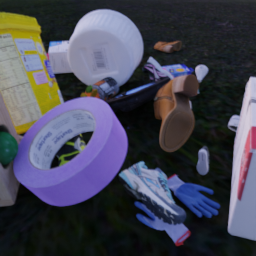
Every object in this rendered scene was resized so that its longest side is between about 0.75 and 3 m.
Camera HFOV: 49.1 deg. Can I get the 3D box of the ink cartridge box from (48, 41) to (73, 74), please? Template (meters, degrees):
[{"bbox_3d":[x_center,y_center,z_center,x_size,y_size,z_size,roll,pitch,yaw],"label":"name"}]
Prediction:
[{"bbox_3d":[-2.370,-3.368,13.112,2.460,1.036,1.779,-6,32,-10],"label":"ink cartridge box"}]

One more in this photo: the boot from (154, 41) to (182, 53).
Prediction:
[{"bbox_3d":[2.236,-4.595,15.608,1.095,0.522,1.416,23,37,36],"label":"boot"}]

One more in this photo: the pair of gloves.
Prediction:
[{"bbox_3d":[1.026,1.616,5.825,1.669,0.190,1.342,-26,42,-29],"label":"pair of gloves"}]

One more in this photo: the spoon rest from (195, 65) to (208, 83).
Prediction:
[{"bbox_3d":[2.686,-1.995,10.398,0.456,0.278,0.917,13,53,16],"label":"spoon rest"}]

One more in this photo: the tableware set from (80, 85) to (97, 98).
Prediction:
[{"bbox_3d":[-1.227,-0.895,8.862,0.181,1.182,0.796,33,85,15],"label":"tableware set"}]

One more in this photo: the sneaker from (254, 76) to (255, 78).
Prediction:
[{"bbox_3d":[4.809,-1.440,9.982,1.642,0.727,0.608,-53,14,-20],"label":"sneaker"}]

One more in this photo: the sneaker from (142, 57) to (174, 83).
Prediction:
[{"bbox_3d":[1.198,-1.943,10.868,0.723,0.672,1.674,-44,65,3],"label":"sneaker"}]

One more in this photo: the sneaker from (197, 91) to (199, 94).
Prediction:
[{"bbox_3d":[2.566,-1.570,10.878,0.331,0.340,0.853,1,32,2],"label":"sneaker"}]

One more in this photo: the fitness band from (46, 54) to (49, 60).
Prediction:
[{"bbox_3d":[-4.077,-3.678,14.469,0.932,0.174,0.669,-22,35,-32],"label":"fitness band"}]

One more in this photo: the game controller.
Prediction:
[{"bbox_3d":[0.258,-1.125,9.310,1.547,0.624,2.965,-1,18,35],"label":"game controller"}]

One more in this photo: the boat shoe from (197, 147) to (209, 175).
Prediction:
[{"bbox_3d":[1.814,0.786,6.638,0.279,0.773,0.274,21,44,31],"label":"boat shoe"}]

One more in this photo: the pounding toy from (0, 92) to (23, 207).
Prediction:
[{"bbox_3d":[-3.272,0.384,5.959,2.798,2.576,1.989,-6,40,-3],"label":"pounding toy"}]

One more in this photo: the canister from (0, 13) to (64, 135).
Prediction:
[{"bbox_3d":[-2.966,-1.474,7.866,1.269,2.933,2.178,-14,12,17],"label":"canister"}]

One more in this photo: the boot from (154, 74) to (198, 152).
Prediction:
[{"bbox_3d":[1.158,-0.362,8.055,0.830,2.252,1.742,26,-13,-17],"label":"boot"}]

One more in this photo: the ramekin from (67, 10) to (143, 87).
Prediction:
[{"bbox_3d":[-0.920,-2.838,10.690,2.840,2.840,1.384,5,40,8],"label":"ramekin"}]

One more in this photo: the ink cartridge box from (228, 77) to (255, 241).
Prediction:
[{"bbox_3d":[2.885,0.514,5.725,1.196,2.119,2.887,9,36,18],"label":"ink cartridge box"}]

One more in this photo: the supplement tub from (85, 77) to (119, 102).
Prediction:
[{"bbox_3d":[-0.954,-1.307,10.065,0.749,0.749,1.222,19,37,27],"label":"supplement tub"}]

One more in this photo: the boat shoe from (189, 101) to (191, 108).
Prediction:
[{"bbox_3d":[1.888,-0.838,9.560,0.378,0.444,1.327,1,35,2],"label":"boat shoe"}]

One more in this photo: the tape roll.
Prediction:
[{"bbox_3d":[-1.205,0.417,5.873,2.300,0.754,2.300,-17,43,17],"label":"tape roll"}]

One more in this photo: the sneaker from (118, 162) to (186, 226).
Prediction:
[{"bbox_3d":[0.549,1.199,5.648,0.769,0.692,1.782,-39,41,-18],"label":"sneaker"}]

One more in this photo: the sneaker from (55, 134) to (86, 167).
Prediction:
[{"bbox_3d":[-1.302,0.711,6.804,0.788,0.798,2.089,-32,35,5],"label":"sneaker"}]

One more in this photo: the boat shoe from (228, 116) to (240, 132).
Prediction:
[{"bbox_3d":[3.529,0.138,7.991,1.387,0.510,0.463,24,55,28],"label":"boat shoe"}]

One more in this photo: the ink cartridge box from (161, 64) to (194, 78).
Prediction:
[{"bbox_3d":[2.032,-2.246,11.743,1.362,0.520,0.929,-8,33,-9],"label":"ink cartridge box"}]
